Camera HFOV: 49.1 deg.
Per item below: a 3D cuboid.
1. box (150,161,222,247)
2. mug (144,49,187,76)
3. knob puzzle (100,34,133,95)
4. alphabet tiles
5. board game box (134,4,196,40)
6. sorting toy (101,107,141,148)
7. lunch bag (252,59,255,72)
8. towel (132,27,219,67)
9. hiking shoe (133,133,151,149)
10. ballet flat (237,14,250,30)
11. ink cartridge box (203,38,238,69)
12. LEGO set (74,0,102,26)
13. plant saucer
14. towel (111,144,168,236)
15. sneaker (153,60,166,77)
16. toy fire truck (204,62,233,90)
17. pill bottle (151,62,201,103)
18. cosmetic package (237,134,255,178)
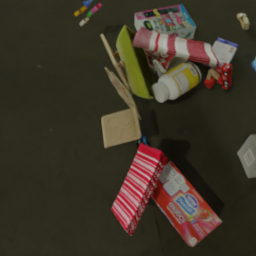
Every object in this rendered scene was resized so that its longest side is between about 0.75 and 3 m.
[{"bbox_3d":[1.583,2.319,8.566,1.140,1.092,2.287,-37,69,-7],"label":"box"},{"bbox_3d":[1.444,-2.897,12.166,1.272,1.693,1.907,-49,58,-2],"label":"mug"},{"bbox_3d":[-0.207,-2.179,10.507,0.344,2.478,2.478,-27,59,5],"label":"knob puzzle"},{"bbox_3d":[-0.242,-1.407,10.711,0.078,1.721,2.059,-35,58,-5],"label":"alphabet tiles"},{"bbox_3d":[1.772,-5.061,13.861,2.519,0.810,1.858,-13,58,-9],"label":"board game box"},{"bbox_3d":[-0.243,-0.001,9.306,1.296,0.236,1.200,-18,58,13],"label":"sorting toy"},{"bbox_3d":[7.039,-2.668,12.053,2.839,1.171,2.282,-14,59,-9],"label":"lunch bag"},{"bbox_3d":[1.692,-2.959,10.044,2.946,0.335,2.122,14,32,0],"label":"towel"},{"bbox_3d":[0.424,0.339,10.593,0.473,0.406,1.092,-16,68,-19],"label":"hiking shoe"},{"bbox_3d":[5.975,-5.594,14.425,0.459,0.425,1.303,-5,57,-6],"label":"ballet flat"},{"bbox_3d":[4.328,-3.417,13.040,1.040,0.366,1.744,25,63,16],"label":"ink cartridge box"},{"bbox_3d":[-1.842,-4.830,11.733,0.595,1.561,0.641,49,58,-15],"label":"LEGO set"},{"bbox_3d":[0.339,-2.291,10.655,0.628,2.621,2.625,-19,94,15],"label":"plant saucer"},{"bbox_3d":[0.222,1.544,7.632,0.250,1.609,2.225,25,89,-20],"label":"towel"},{"bbox_3d":[1.072,-2.232,10.438,0.398,0.363,0.972,-47,30,17],"label":"sneaker"},{"bbox_3d":[3.274,-1.890,10.227,1.031,1.462,0.356,32,75,33],"label":"toy fire truck"},{"bbox_3d":[1.737,-1.647,10.275,1.758,0.985,0.985,-32,62,-20],"label":"pill bottle"},{"bbox_3d":[5.393,0.856,9.614,2.628,1.404,1.185,-8,57,-7],"label":"cosmetic package"}]
